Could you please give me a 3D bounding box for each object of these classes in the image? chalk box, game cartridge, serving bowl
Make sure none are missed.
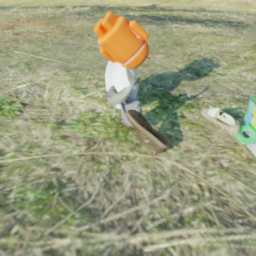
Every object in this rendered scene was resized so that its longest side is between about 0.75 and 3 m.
[{"bbox_3d":[4.980,0.025,9.217,2.925,1.811,1.820,-5,33,-5],"label":"chalk box"},{"bbox_3d":[0.113,-0.562,10.107,0.901,1.389,0.267,28,57,27],"label":"game cartridge"},{"bbox_3d":[-0.186,-1.923,11.884,0.711,2.162,2.162,-13,34,-29],"label":"serving bowl"}]

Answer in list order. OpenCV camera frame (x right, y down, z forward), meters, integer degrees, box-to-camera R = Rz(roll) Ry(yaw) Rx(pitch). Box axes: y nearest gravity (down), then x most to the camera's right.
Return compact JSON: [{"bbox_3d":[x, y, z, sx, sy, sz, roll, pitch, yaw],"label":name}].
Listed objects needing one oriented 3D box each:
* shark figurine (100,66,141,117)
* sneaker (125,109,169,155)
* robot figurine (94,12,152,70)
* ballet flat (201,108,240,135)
[{"bbox_3d":[-0.433,-1.126,9.064,0.874,1.251,2.095,19,-15,-23],"label":"shark figurine"},{"bbox_3d":[0.496,0.187,9.438,1.820,0.687,0.641,44,34,6],"label":"sneaker"},{"bbox_3d":[-0.169,-3.021,10.072,1.620,2.252,1.313,-46,25,7],"label":"robot figurine"},{"bbox_3d":[3.113,-0.366,9.422,0.525,0.518,1.541,-36,52,-20],"label":"ballet flat"}]
